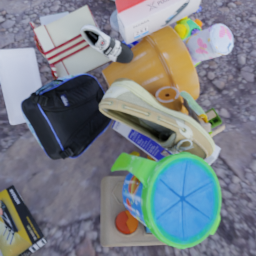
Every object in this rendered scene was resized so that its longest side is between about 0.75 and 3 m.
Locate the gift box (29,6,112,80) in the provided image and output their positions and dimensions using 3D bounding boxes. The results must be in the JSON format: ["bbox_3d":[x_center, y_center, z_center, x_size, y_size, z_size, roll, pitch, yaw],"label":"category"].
[{"bbox_3d":[-1.907,-2.762,9.438,2.166,2.141,2.320,-24,9,5],"label":"gift box"}]

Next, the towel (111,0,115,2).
[{"bbox_3d":[-0.456,-7.249,14.550,2.044,0.875,1.693,15,55,9],"label":"towel"}]

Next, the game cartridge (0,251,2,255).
[{"bbox_3d":[-3.994,3.531,5.990,2.730,0.567,1.818,-36,64,-10],"label":"game cartridge"}]

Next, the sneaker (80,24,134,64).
[{"bbox_3d":[-0.632,-2.311,7.947,1.684,0.624,0.745,29,21,-6],"label":"sneaker"}]

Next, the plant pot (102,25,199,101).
[{"bbox_3d":[0.582,-1.611,9.220,2.456,2.683,2.683,-26,55,-1],"label":"plant pot"}]

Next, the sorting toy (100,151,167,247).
[{"bbox_3d":[0.283,1.765,7.759,2.106,0.378,2.826,-3,51,-2],"label":"sorting toy"}]

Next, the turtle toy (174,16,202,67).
[{"bbox_3d":[2.199,-3.085,10.243,1.131,1.631,2.238,6,53,8],"label":"turtle toy"}]

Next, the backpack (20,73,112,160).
[{"bbox_3d":[-1.675,-0.420,7.816,1.617,2.013,2.200,-5,28,43],"label":"backpack"}]

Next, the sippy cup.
[{"bbox_3d":[0.797,1.545,6.437,1.942,1.812,2.473,-19,92,-26],"label":"sippy cup"}]

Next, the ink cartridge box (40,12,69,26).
[{"bbox_3d":[-2.768,-3.701,11.305,1.143,1.574,0.689,-18,58,-15],"label":"ink cartridge box"}]

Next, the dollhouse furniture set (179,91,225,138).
[{"bbox_3d":[2.155,-0.375,7.755,0.852,2.206,1.102,-31,68,6],"label":"dollhouse furniture set"}]

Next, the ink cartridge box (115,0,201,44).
[{"bbox_3d":[0.837,-3.279,7.298,2.351,2.071,0.526,-26,83,0],"label":"ink cartridge box"}]

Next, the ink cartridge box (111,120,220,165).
[{"bbox_3d":[0.961,0.266,7.835,2.850,1.417,0.559,36,45,6],"label":"ink cartridge box"}]

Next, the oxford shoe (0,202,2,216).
[{"bbox_3d":[-3.749,1.753,6.387,0.611,1.725,0.637,-28,62,23],"label":"oxford shoe"}]

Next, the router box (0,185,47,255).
[{"bbox_3d":[-3.133,2.563,7.097,1.420,0.472,1.806,-32,59,-23],"label":"router box"}]

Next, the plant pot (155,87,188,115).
[{"bbox_3d":[1.176,-0.617,8.062,1.052,0.963,1.052,-7,48,8],"label":"plant pot"}]

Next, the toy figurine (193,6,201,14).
[{"bbox_3d":[3.302,-5.867,13.696,0.977,0.515,0.585,-37,66,-24],"label":"toy figurine"}]

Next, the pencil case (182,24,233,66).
[{"bbox_3d":[2.115,-2.327,8.252,0.820,1.972,0.895,-40,104,-21],"label":"pencil case"}]

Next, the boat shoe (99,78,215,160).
[{"bbox_3d":[0.698,0.015,6.481,2.907,1.060,0.915,36,57,-12],"label":"boat shoe"}]

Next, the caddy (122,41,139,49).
[{"bbox_3d":[0.215,-2.898,11.147,1.119,0.831,1.583,-27,56,-21],"label":"caddy"}]

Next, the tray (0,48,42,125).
[{"bbox_3d":[-3.448,-1.346,9.046,1.255,2.337,0.259,-15,9,-35],"label":"tray"}]

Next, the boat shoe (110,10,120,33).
[{"bbox_3d":[0.769,-3.642,9.242,2.879,0.961,1.059,-22,76,-11],"label":"boat shoe"}]
